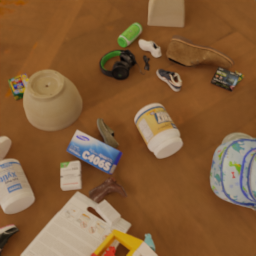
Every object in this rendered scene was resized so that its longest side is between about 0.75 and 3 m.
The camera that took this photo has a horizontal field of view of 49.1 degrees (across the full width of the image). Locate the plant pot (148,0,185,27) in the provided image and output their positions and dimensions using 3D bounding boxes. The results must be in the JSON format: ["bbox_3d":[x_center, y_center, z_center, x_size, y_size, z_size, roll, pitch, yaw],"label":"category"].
[{"bbox_3d":[1.931,-6.156,13.560,1.806,1.599,1.803,4,59,2],"label":"plant pot"}]

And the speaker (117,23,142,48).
[{"bbox_3d":[0.086,-4.326,13.064,0.583,0.583,1.319,32,64,18],"label":"speaker"}]

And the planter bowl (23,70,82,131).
[{"bbox_3d":[-2.973,-1.223,10.646,2.258,1.520,2.258,0,58,1],"label":"planter bowl"}]

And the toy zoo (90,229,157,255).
[{"bbox_3d":[-0.289,3.897,7.203,1.916,0.299,2.920,23,47,32],"label":"toy zoo"}]

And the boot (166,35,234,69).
[{"bbox_3d":[3.066,-2.985,12.183,2.932,1.079,1.106,24,85,15],"label":"boot"}]

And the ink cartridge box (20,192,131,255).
[{"bbox_3d":[-1.537,3.541,8.442,2.218,0.686,2.735,26,44,17],"label":"ink cartridge box"}]

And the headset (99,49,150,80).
[{"bbox_3d":[-0.170,-2.780,11.823,2.326,1.093,1.436,17,61,23],"label":"headset"}]

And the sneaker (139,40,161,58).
[{"bbox_3d":[1.013,-3.722,12.709,1.263,0.550,0.471,35,66,20],"label":"sneaker"}]

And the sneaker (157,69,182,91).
[{"bbox_3d":[1.764,-2.149,11.743,0.522,0.528,1.330,-29,64,-31],"label":"sneaker"}]

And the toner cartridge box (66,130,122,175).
[{"bbox_3d":[-1.195,0.846,9.817,1.815,0.392,0.862,25,84,19],"label":"toner cartridge box"}]

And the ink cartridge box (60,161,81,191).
[{"bbox_3d":[-1.952,1.643,9.574,0.658,0.379,0.902,-6,60,-3],"label":"ink cartridge box"}]

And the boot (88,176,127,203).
[{"bbox_3d":[-0.690,2.217,9.259,1.057,0.340,0.986,-33,54,-20],"label":"boot"}]

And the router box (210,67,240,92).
[{"bbox_3d":[4.058,-2.033,11.712,0.975,0.303,0.730,26,70,15],"label":"router box"}]

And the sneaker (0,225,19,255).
[{"bbox_3d":[-4.006,3.627,8.327,1.775,0.713,0.766,-35,81,-14],"label":"sneaker"}]

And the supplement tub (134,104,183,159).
[{"bbox_3d":[1.083,0.110,10.005,1.220,1.220,1.687,-21,61,-12],"label":"supplement tub"}]

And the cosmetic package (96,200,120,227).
[{"bbox_3d":[-0.637,2.687,8.835,0.384,0.270,0.757,-28,53,-36],"label":"cosmetic package"}]

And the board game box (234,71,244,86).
[{"bbox_3d":[4.577,-2.086,11.987,0.441,0.099,0.842,39,66,16],"label":"board game box"}]

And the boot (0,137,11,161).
[{"bbox_3d":[-5.377,1.166,9.482,1.253,1.009,2.774,31,64,11],"label":"boot"}]

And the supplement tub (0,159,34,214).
[{"bbox_3d":[-3.778,1.870,9.084,1.005,1.005,1.524,-29,63,-16],"label":"supplement tub"}]

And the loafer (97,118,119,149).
[{"bbox_3d":[-0.738,0.221,10.343,0.486,0.524,1.395,-25,72,-1],"label":"loafer"}]

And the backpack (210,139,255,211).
[{"bbox_3d":[3.902,1.379,8.509,2.431,1.787,2.225,8,84,-1],"label":"backpack"}]

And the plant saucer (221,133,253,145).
[{"bbox_3d":[4.142,0.742,10.137,1.440,0.361,1.440,0,59,0],"label":"plant saucer"}]

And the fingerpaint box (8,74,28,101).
[{"bbox_3d":[-4.443,-1.706,11.610,0.795,0.349,0.952,-23,62,-13],"label":"fingerpaint box"}]
